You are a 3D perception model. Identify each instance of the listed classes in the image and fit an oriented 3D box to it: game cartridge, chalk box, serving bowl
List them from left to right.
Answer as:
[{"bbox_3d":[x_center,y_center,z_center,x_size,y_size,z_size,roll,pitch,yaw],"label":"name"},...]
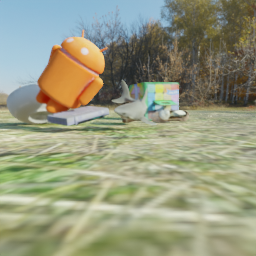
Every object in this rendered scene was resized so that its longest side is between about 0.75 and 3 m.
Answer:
[{"bbox_3d":[-3.085,-0.683,9.855,2.162,0.711,2.162,-13,-21,-5],"label":"serving bowl"},{"bbox_3d":[-1.273,-0.319,7.302,0.901,0.267,1.389,14,23,40],"label":"game cartridge"},{"bbox_3d":[1.317,-1.299,13.649,1.820,1.811,2.925,-2,4,-19],"label":"chalk box"}]

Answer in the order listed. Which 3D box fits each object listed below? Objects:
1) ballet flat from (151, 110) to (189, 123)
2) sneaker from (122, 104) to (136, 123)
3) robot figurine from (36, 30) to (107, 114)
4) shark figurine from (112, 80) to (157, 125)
[{"bbox_3d":[1.680,-0.527,11.133,1.541,0.525,0.518,-4,-23,-10],"label":"ballet flat"},{"bbox_3d":[0.191,-0.546,10.153,0.687,0.641,1.820,9,13,1],"label":"sneaker"},{"bbox_3d":[-1.519,-1.435,7.431,1.313,2.252,1.620,31,12,-29],"label":"robot figurine"},{"bbox_3d":[0.263,-0.773,7.840,1.251,0.874,2.095,17,19,-9],"label":"shark figurine"}]
